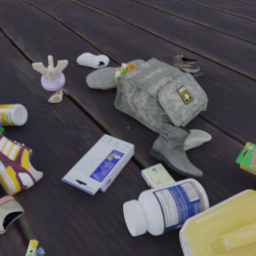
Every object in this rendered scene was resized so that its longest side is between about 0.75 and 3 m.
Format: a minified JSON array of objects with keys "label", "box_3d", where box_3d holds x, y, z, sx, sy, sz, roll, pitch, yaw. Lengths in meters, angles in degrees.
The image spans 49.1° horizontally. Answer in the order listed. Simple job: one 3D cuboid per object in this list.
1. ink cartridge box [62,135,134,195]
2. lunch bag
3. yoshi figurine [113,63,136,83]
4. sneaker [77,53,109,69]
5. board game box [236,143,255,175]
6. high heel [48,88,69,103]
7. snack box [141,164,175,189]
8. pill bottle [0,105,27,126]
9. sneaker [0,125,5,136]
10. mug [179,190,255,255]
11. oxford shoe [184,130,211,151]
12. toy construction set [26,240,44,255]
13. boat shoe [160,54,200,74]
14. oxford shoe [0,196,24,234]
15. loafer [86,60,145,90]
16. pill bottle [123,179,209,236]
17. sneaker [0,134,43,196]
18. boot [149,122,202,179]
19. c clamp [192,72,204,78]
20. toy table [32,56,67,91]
[{"label":"ink cartridge box","box_3d":[-0.848,1.153,8.548,1.141,0.450,2.295,21,42,23]},{"label":"lunch bag","box_3d":[1.306,-1.159,10.421,2.875,1.690,2.358,33,47,25]},{"label":"yoshi figurine","box_3d":[-0.146,-2.127,11.410,0.655,1.165,0.652,25,60,-31]},{"label":"sneaker","box_3d":[-1.753,-3.275,13.804,1.567,0.587,0.781,0,39,-1]},{"label":"board game box","box_3d":[3.893,1.059,7.575,1.714,0.257,0.819,29,62,28]},{"label":"high heel","box_3d":[-3.045,-1.358,11.724,1.002,0.358,0.714,-31,40,-32]},{"label":"snack box","box_3d":[0.949,1.587,8.191,0.665,0.212,1.145,-17,43,-20]},{"label":"pill bottle","box_3d":[-4.442,-0.459,10.174,1.343,0.746,0.746,0,38,21]},{"label":"sneaker","box_3d":[-5.355,-0.098,9.731,2.029,0.865,0.792,1,40,2]},{"label":"mug","box_3d":[2.109,2.292,5.941,1.839,2.240,1.794,-15,31,-5]},{"label":"oxford shoe","box_3d":[2.125,0.439,9.422,1.712,0.494,0.644,-12,34,-37]},{"label":"toy construction set","box_3d":[-2.133,3.235,5.813,0.992,0.697,1.513,37,55,5]},{"label":"boat shoe","box_3d":[2.544,-3.227,13.603,1.962,0.719,0.731,16,36,17]},{"label":"oxford shoe","box_3d":[-3.427,2.419,6.868,0.663,0.636,1.796,27,47,25]},{"label":"loafer","box_3d":[-0.462,-2.197,12.432,2.738,0.861,0.984,-18,69,-8]},{"label":"pill bottle","box_3d":[0.912,2.000,6.945,1.919,1.065,1.065,-11,41,-18]},{"label":"sneaker","box_3d":[-3.565,0.749,8.380,1.132,0.941,2.512,-25,72,-34]},{"label":"boot","box_3d":[1.580,0.621,8.466,1.914,1.250,0.648,31,11,33]},{"label":"c clamp","box_3d":[3.185,-2.451,13.018,0.766,0.104,0.654,-29,20,-36]},{"label":"toy table","box_3d":[-3.422,-2.491,12.573,1.500,0.956,1.632,-16,41,-19]}]
